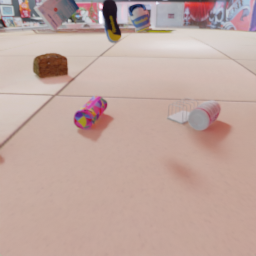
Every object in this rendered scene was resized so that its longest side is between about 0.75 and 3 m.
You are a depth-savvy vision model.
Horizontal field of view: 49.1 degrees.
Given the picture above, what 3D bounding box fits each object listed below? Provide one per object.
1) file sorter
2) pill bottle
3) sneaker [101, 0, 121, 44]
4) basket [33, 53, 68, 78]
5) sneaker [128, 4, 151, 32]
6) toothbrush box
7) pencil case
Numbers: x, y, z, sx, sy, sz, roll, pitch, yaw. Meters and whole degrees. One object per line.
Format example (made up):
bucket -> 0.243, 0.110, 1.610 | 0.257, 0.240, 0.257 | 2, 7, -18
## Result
file sorter -> 2.218, -0.715, 11.314 | 1.110, 0.691, 0.770 | -23, 33, -39
pill bottle -> 2.969, -0.530, 10.729 | 0.836, 0.836, 1.474 | 17, 30, 32
sneaker -> -0.625, -3.694, 9.800 | 0.574, 1.553, 0.639 | -7, -3, -10
basket -> -4.932, -4.023, 17.598 | 1.968, 1.405, 1.466 | -14, 29, -28
sneaker -> 0.447, -4.894, 11.926 | 0.860, 0.957, 2.326 | -24, 34, 8
toothbrush box -> -1.606, -2.697, 6.321 | 0.803, 0.588, 0.342 | -44, 36, -8
pencil case -> -1.444, -0.643, 11.010 | 0.865, 0.865, 1.956 | 5, 25, 11
